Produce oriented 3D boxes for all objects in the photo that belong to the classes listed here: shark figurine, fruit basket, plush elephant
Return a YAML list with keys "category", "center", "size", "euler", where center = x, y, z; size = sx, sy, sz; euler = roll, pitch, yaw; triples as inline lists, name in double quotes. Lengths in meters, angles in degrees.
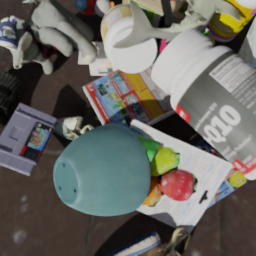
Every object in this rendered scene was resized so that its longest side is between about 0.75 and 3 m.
- category: "shark figurine"
  center: [1.257, -2.372, 6.581]
  size: [1.840, 1.285, 3.080]
  euler: [43, 63, 6]
- category: "fruit basket"
  center: [0.805, 1.166, 6.506]
  size: [2.358, 2.184, 1.106]
  euler: [21, 24, 0]
- category: "plush elephant"
  center: [-2.402, -2.445, 7.930]
  size: [2.038, 2.632, 2.168]
  euler: [-42, 40, 19]

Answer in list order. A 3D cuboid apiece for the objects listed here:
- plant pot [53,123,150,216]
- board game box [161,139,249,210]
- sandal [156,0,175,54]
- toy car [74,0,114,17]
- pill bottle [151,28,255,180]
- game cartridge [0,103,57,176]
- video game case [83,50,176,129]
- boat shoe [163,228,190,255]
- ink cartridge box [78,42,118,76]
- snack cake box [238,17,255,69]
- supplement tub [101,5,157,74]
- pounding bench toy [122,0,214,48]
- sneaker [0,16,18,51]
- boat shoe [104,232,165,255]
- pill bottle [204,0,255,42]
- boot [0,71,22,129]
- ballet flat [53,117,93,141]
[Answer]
- category: "plant pot"
  center: [-0.746, 0.988, 5.986]
  size: [1.387, 2.059, 2.059]
  euler: [-8, 61, -43]
- category: "board game box"
  center: [2.110, 1.093, 7.251]
  size: [2.204, 0.380, 1.492]
  euler: [-28, 70, -12]
- category: "sandal"
  center: [0.896, -2.245, 6.789]
  size: [0.537, 2.381, 0.894]
  euler: [-17, 52, 9]
- category: "toy car"
  center: [-0.873, -3.946, 8.827]
  size: [1.155, 1.064, 1.021]
  euler: [26, 107, 11]
- category: "pill bottle"
  center: [1.949, -0.550, 5.690]
  size: [1.668, 1.668, 2.929]
  euler: [-39, 73, -15]
- category: "game cartridge"
  center: [-2.520, 0.255, 6.866]
  size: [1.052, 0.312, 1.623]
  euler: [21, 60, -6]
- category: "video game case"
  center: [0.323, -0.931, 7.632]
  size: [2.597, 0.227, 1.857]
  euler: [-28, 74, -7]
- category: "boat shoe"
  center: [1.066, 2.859, 6.413]
  size: [0.416, 0.368, 1.136]
  euler: [33, 74, -22]
- category: "ink cartridge box"
  center: [-0.675, -2.087, 8.505]
  size: [1.575, 0.530, 0.923]
  euler: [1, 61, -1]
- category: "snack cake box"
  center: [3.146, -1.289, 7.077]
  size: [0.862, 2.566, 1.475]
  euler: [11, 67, 7]
- category: "supplement tub"
  center: [0.002, -2.321, 7.283]
  size: [1.327, 1.327, 1.838]
  euler: [-9, 38, -4]
- category: "pounding bench toy"
  center: [1.647, -3.451, 8.438]
  size: [2.907, 1.806, 2.268]
  euler: [31, 70, 12]
- category: "sneaker"
  center: [-3.015, -2.433, 7.047]
  size: [1.106, 0.446, 0.810]
  euler: [29, 100, 49]
- category: "boat shoe"
  center: [-0.140, 3.038, 6.048]
  size: [2.037, 0.736, 0.737]
  euler: [-25, 77, -3]
- category: "pill bottle"
  center: [2.816, -3.179, 7.155]
  size: [1.020, 1.957, 1.020]
  euler: [5, 69, -12]
- category: "boot"
  center: [-4.195, -0.911, 7.836]
  size: [2.115, 0.796, 1.581]
  euler: [12, 69, -6]
- category: "ballet flat"
  center: [-1.230, 0.129, 7.479]
  size: [1.881, 0.669, 0.650]
  euler: [33, 33, 12]
